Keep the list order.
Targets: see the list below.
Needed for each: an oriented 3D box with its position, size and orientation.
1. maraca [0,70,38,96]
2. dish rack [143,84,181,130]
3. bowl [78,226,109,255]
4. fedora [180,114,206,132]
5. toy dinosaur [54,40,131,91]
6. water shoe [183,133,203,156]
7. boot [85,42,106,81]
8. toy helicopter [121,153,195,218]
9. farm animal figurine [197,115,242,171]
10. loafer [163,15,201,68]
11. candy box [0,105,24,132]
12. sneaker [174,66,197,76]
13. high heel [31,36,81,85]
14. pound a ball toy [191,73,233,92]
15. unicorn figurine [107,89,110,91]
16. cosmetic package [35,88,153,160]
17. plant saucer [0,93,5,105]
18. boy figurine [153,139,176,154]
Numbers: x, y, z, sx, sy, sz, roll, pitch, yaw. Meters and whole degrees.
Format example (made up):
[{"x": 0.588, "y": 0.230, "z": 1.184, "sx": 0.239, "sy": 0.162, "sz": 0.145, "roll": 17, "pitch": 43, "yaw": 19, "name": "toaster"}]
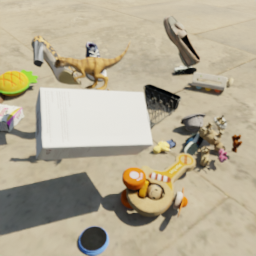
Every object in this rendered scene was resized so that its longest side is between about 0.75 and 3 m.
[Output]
[{"x": -5.625, "y": -2.334, "z": 14.150, "sx": 1.460, "sy": 1.139, "sz": 2.129, "roll": 42, "pitch": 52, "yaw": 18, "name": "maraca"}, {"x": 0.896, "y": -0.943, "z": 12.659, "sx": 2.026, "sy": 0.720, "sz": 2.641, "roll": 27, "pitch": 45, "yaw": 33, "name": "dish rack"}, {"x": -0.957, "y": 3.089, "z": 7.724, "sx": 0.835, "sy": 0.164, "sz": 0.835, "roll": 0, "pitch": 37, "yaw": 0, "name": "bowl"}, {"x": 2.752, "y": -0.178, "z": 11.635, "sx": 1.145, "sy": 1.012, "sz": 0.517, "roll": 5, "pitch": 64, "yaw": -37, "name": "fedora"}, {"x": -0.903, "y": -1.849, "z": 8.531, "sx": 2.529, "sy": 1.343, "sz": 0.764, "roll": -12, "pitch": 24, "yaw": -20, "name": "toy dinosaur"}, {"x": 2.427, "y": 0.668, "z": 10.832, "sx": 0.531, "sy": 0.481, "sz": 1.346, "roll": -3, "pitch": 27, "yaw": 47, "name": "water shoe"}, {"x": -1.975, "y": -3.848, "z": 16.015, "sx": 1.053, "sy": 1.307, "sz": 2.894, "roll": -12, "pitch": 39, "yaw": -16, "name": "boot"}, {"x": 1.279, "y": 1.710, "z": 8.795, "sx": 1.965, "sy": 1.172, "sz": 2.972, "roll": 31, "pitch": 45, "yaw": 31, "name": "toy helicopter"}, {"x": 3.176, "y": 0.577, "z": 10.416, "sx": 1.763, "sy": 0.919, "sz": 1.743, "roll": -22, "pitch": 65, "yaw": -12, "name": "farm animal figurine"}, {"x": 2.327, "y": -3.688, "z": 11.752, "sx": 0.846, "sy": 2.354, "sz": 0.740, "roll": -41, "pitch": 19, "yaw": -30, "name": "loafer"}, {"x": -5.684, "y": -0.489, "z": 12.165, "sx": 1.818, "sy": 0.555, "sz": 1.240, "roll": 8, "pitch": 37, "yaw": 9, "name": "candy box"}, {"x": 3.263, "y": -3.355, "z": 16.050, "sx": 1.309, "sy": 0.485, "sz": 0.579, "roll": -3, "pitch": 39, "yaw": -5, "name": "sneaker"}, {"x": -2.515, "y": -2.447, "z": 10.121, "sx": 0.744, "sy": 2.085, "sz": 1.486, "roll": -33, "pitch": 52, "yaw": 27, "name": "high heel"}, {"x": 4.399, "y": -2.333, "z": 14.604, "sx": 1.959, "sy": 0.832, "sz": 1.277, "roll": 14, "pitch": 14, "yaw": 18, "name": "pound a ball toy"}, {"x": -1.546, "y": -0.774, "z": 11.846, "sx": 2.844, "sy": 1.954, "sz": 1.050, "roll": 5, "pitch": 53, "yaw": -28, "name": "unicorn figurine"}, {"x": -0.891, "y": -0.081, "z": 7.218, "sx": 2.778, "sy": 1.127, "sz": 1.567, "roll": 2, "pitch": 69, "yaw": -24, "name": "cosmetic package"}, {"x": -7.207, "y": -1.475, "z": 13.621, "sx": 2.260, "sy": 0.413, "sz": 2.260, "roll": 1, "pitch": 37, "yaw": -1, "name": "plant saucer"}, {"x": 1.388, "y": 0.737, "z": 10.742, "sx": 0.973, "sy": 0.313, "sz": 0.605, "roll": -22, "pitch": 43, "yaw": -25, "name": "boy figurine"}]
